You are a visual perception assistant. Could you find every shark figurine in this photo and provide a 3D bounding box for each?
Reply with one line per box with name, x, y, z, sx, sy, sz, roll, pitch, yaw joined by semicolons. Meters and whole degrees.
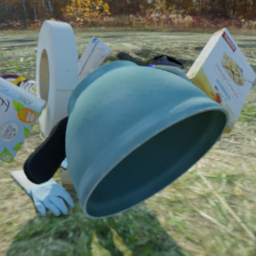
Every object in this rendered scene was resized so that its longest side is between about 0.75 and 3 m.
shark figurine;1.306;-0.375;6.686;1.042;2.497;1.492;-16;9;-14

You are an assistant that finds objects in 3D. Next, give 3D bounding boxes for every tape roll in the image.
tape roll;-1.920;-1.225;7.236;0.535;2.928;2.928;-1;24;-26

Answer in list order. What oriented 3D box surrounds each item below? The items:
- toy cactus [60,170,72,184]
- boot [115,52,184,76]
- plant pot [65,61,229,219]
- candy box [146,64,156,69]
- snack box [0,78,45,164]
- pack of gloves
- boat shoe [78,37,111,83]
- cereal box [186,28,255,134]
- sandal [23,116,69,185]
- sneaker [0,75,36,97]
toy cactus;-1.036;1.402;8.546;1.972;1.222;2.390;-13;27;9
boot;0.805;-2.280;9.816;2.389;1.158;0.893;27;31;-19
plant pot;0.040;0.018;5.173;2.893;2.893;1.938;-18;58;-33
candy box;-0.003;-0.281;7.432;2.405;2.034;0.926;-25;-9;-9
snack box;-3.407;-0.425;6.334;2.441;1.736;0.647;30;25;-21
pack of gloves;-2.024;1.461;8.810;2.458;0.577;2.925;-18;30;-35
boat shoe;-1.576;-2.176;11.167;0.963;2.931;1.055;32;34;-6
cereal box;2.610;-1.348;7.749;0.506;1.841;2.559;-17;31;51
sandal;-1.416;0.354;5.524;0.457;0.718;1.909;-20;19;36
sneaker;-3.365;-1.321;10.111;2.663;0.998;1.200;17;-16;-29
